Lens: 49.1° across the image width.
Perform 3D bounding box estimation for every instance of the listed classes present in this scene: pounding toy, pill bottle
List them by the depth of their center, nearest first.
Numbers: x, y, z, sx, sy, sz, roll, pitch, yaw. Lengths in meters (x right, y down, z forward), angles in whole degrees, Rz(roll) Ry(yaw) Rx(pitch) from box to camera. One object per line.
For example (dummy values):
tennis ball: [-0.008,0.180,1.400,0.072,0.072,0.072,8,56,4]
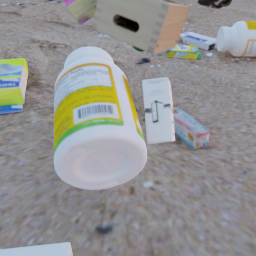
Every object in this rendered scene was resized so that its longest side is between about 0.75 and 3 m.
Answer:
pill bottle: [-0.477,-0.270,4.014,1.130,1.130,2.034,-6,47,-8]
pounding toy: [0.254,-3.068,7.673,2.488,1.295,2.831,27,29,16]
pill bottle: [5.247,-3.752,11.827,2.733,1.425,1.425,1,34,0]

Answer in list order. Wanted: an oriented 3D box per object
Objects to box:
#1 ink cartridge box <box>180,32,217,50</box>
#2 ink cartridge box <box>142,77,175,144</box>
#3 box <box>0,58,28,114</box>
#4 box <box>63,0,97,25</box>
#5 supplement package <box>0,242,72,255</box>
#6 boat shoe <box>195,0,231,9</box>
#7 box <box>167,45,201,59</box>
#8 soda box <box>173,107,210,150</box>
ink cartridge box: [3.388,-4.215,13.501,0.919,0.360,1.942,-25,44,-31]
ink cartridge box: [0.445,-0.216,3.951,0.361,0.858,0.626,-5,-3,12]
box: [-4.253,-1.400,9.039,1.775,0.694,2.911,-9,34,-11]
box: [-1.149,-3.136,7.060,0.714,0.812,0.392,-31,72,5]
supplement package: [-1.494,2.278,3.373,1.632,0.905,1.271,-5,34,-5]
boat shoe: [2.522,-3.712,7.692,0.834,1.022,2.765,48,13,-2]
box: [2.458,-3.307,12.163,1.455,0.352,0.853,8,35,10]
soda box: [1.480,-0.018,7.179,0.427,0.460,1.344,-15,37,-21]
